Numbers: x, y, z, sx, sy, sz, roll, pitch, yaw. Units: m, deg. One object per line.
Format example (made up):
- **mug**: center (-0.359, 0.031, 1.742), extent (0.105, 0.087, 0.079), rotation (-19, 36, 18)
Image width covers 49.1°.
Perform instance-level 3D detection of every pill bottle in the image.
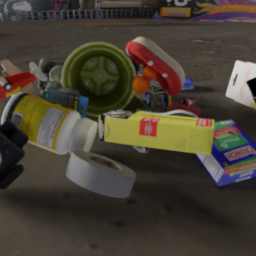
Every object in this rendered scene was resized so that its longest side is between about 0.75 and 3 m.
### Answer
- **pill bottle**: center (-2.101, -0.031, 7.710), extent (2.285, 1.306, 1.306), rotation (20, 29, 3)

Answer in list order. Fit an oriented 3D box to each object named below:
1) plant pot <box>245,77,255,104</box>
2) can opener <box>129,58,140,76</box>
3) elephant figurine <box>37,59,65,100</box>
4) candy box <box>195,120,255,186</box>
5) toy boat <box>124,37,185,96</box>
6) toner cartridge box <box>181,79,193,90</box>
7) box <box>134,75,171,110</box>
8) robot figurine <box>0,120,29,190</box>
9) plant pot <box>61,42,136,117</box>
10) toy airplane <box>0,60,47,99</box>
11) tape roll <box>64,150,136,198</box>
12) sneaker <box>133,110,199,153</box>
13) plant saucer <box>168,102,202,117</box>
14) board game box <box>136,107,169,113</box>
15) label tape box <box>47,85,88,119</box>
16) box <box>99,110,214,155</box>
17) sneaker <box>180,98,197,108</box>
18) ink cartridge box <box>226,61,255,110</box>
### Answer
- **plant pot**: center (4.972, -0.712, 8.111), extent (2.213, 1.968, 2.218), rotation (-23, 12, 24)
- **can opener**: center (0.071, -2.187, 11.845), extent (0.679, 2.143, 0.843), rotation (25, 54, 4)
- **elephant figurine**: center (-2.725, -1.585, 11.235), extent (1.827, 2.003, 2.582), rotation (24, 20, -41)
- **candy box**: center (2.523, 0.580, 7.226), extent (1.368, 0.623, 1.618), rotation (-9, 45, -19)
- **toy boat**: center (0.747, -1.859, 9.679), extent (2.398, 1.567, 1.565), rotation (36, 1, -14)
- **toner cartridge box**: center (2.220, -2.038, 13.255), extent (1.532, 0.331, 0.728), rotation (-6, 28, -10)
- **box**: center (0.920, -1.486, 11.543), extent (0.779, 0.849, 2.422), rotation (-8, 27, -15)
- **robot figurine**: center (-3.090, 0.642, 6.350), extent (1.286, 1.068, 1.712), rotation (25, 68, 45)
- **plant pot**: center (-1.130, -1.957, 11.060), extent (2.649, 2.649, 2.435), rotation (-3, 15, -5)
- **toy airplane**: center (-3.611, -1.452, 9.421), extent (1.713, 1.214, 1.721), rotation (13, 50, -18)
- **tape roll**: center (-0.596, 0.986, 6.159), extent (1.505, 0.497, 1.505), rotation (21, 1, 0)
- **sneaker**: center (0.994, 0.125, 8.123), extent (2.016, 0.766, 1.456), rotation (0, 33, 20)
- **plant saucer**: center (1.917, -0.547, 9.705), extent (1.084, 0.199, 1.082), rotation (17, -7, 8)
- **board game box**: center (0.964, -0.267, 9.770), extent (1.164, 0.252, 1.730), rotation (-3, 27, -7)
- **label tape box**: center (-2.069, -0.787, 9.726), extent (1.454, 1.049, 0.460), rotation (13, 25, 4)
- **box**: center (0.676, 0.059, 6.711), extent (2.625, 0.658, 0.988), rotation (8, 15, 17)
- **sneaker**: center (2.190, -0.808, 10.235), extent (0.417, 0.451, 1.118), rotation (-12, -3, -3)
- **ink cartridge box**: center (5.138, -1.499, 10.567), extent (0.922, 1.591, 2.732), rotation (1, 23, -29)
